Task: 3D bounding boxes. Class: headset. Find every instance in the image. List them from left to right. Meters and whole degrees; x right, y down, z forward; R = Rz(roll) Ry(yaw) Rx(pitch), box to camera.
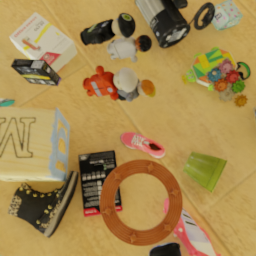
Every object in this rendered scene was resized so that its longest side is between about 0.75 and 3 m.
[{"bbox_3d":[4.677,-2.411,12.233,1.356,0.637,0.838,-10,78,-18],"label":"headset"}]

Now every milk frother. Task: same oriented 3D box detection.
[{"bbox_3d":[2.096,-5.213,12.305,2.618,2.363,2.462,-15,74,-40],"label":"milk frother"}]

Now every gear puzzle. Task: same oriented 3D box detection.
[{"bbox_3d":[4.183,-1.655,11.488,1.191,0.301,2.300,-37,113,13],"label":"gear puzzle"}]

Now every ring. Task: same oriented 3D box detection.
[{"bbox_3d":[0.345,1.804,6.883,2.092,0.201,2.092,1,78,-6],"label":"ring"}]

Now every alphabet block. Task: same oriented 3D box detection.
[{"bbox_3d":[-3.655,0.706,10.357,2.484,2.427,2.440,1,73,-1],"label":"alphabet block"}]

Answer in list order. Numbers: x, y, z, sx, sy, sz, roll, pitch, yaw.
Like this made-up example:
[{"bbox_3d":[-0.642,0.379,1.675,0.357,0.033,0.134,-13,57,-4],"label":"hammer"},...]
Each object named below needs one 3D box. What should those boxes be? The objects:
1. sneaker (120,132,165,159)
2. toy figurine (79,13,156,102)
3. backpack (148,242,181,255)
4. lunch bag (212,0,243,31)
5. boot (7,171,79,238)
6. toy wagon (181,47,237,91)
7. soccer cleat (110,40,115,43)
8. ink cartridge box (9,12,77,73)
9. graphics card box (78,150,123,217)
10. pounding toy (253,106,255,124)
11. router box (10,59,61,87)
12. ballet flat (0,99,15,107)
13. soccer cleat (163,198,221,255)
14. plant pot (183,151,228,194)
[{"bbox_3d":[0.620,0.577,11.179,1.943,0.843,0.716,21,76,6],"label":"sneaker"},{"bbox_3d":[-0.172,-2.104,9.006,1.765,2.497,2.536,-6,84,28],"label":"toy figurine"},{"bbox_3d":[1.323,4.734,10.060,1.171,0.860,1.071,-9,66,-4],"label":"backpack"},{"bbox_3d":[4.320,-5.053,12.675,1.260,0.768,1.073,-25,76,-9],"label":"lunch bag"},{"bbox_3d":[-3.178,2.567,10.638,1.960,0.952,2.602,23,83,5],"label":"boot"},{"bbox_3d":[3.417,-2.470,11.998,2.285,0.452,1.773,-19,70,4],"label":"toy wagon"},{"bbox_3d":[0.000,-3.571,12.523,1.635,0.528,0.684,1,106,-5],"label":"soccer cleat"},{"bbox_3d":[-3.676,-3.616,12.206,2.305,0.961,1.673,39,79,9],"label":"ink cartridge box"},{"bbox_3d":[-1.089,2.133,10.894,1.495,0.606,2.383,-9,77,-2],"label":"graphics card box"},{"bbox_3d":[5.735,-0.870,10.901,1.089,2.090,2.379,-4,75,-1],"label":"pounding toy"},{"bbox_3d":[-2.729,-1.647,8.350,1.175,0.924,0.307,9,69,24],"label":"router box"},{"bbox_3d":[-5.420,-1.005,11.818,1.251,0.464,0.464,-28,77,-9],"label":"ballet flat"},{"bbox_3d":[2.319,3.822,10.400,1.095,0.955,2.864,-20,71,-31],"label":"soccer cleat"},{"bbox_3d":[2.888,1.568,10.758,1.341,1.392,1.392,26,77,18],"label":"plant pot"}]
